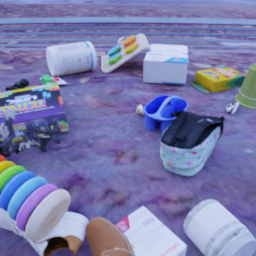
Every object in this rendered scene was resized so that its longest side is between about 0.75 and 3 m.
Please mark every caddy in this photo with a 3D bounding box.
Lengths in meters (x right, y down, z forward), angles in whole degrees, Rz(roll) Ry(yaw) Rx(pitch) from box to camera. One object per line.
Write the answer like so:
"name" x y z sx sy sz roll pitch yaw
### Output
"caddy" 1.377 -0.576 10.147 1.355 1.006 1.917 16 36 25

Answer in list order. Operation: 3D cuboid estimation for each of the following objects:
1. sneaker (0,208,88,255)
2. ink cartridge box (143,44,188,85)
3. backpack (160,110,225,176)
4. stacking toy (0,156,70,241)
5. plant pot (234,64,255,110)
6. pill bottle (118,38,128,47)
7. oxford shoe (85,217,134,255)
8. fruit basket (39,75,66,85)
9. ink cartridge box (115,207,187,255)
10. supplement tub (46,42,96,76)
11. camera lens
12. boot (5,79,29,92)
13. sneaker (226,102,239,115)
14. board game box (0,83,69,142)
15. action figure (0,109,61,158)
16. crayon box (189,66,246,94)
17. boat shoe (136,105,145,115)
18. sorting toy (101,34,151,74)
"sneaker" -1.987 2.209 5.956 2.149 0.782 0.910 2 41 12
"ink cartridge box" 1.945 -3.287 14.209 2.040 1.196 2.786 5 30 9
"backpack" 1.809 0.412 8.308 1.726 1.309 2.068 7 32 33
"stacking toy" -2.436 1.112 5.623 2.501 1.068 1.068 30 41 15
"plant pot" 5.383 -1.778 11.574 1.587 1.507 1.587 0 31 0
"pill bottle" -0.124 -5.041 17.291 0.889 0.889 1.607 -9 33 -13
"oxford shoe" -0.332 2.487 5.154 0.769 0.769 2.157 31 12 -45
"fruit basket" -3.577 -2.208 13.355 1.000 0.469 0.927 -5 31 -42
"ink cartridge box" 0.385 2.419 5.820 0.978 0.567 1.325 -23 40 -31
"supplement tub" -2.902 -3.543 14.367 2.265 1.495 1.495 -15 35 -23
"camera lens" 1.845 2.186 5.784 0.989 0.989 1.236 -17 36 -25
"boot" -4.728 -1.783 12.430 1.274 0.479 0.952 20 41 33
"sneaker" 4.150 -0.862 11.161 0.342 0.338 0.861 34 42 11
"board game box" -3.792 -0.560 10.100 2.916 0.827 2.410 -13 35 -14
"action figure" -3.331 0.246 8.091 2.527 1.289 1.502 -8 -15 -45
"crayon box" 4.202 -2.288 13.245 2.281 0.579 1.448 -15 35 -21
"boat shoe" 0.461 -0.658 10.927 0.288 0.307 0.832 -17 19 2
"sorting toy" -0.257 -4.182 15.281 2.789 0.509 2.581 -26 32 12
